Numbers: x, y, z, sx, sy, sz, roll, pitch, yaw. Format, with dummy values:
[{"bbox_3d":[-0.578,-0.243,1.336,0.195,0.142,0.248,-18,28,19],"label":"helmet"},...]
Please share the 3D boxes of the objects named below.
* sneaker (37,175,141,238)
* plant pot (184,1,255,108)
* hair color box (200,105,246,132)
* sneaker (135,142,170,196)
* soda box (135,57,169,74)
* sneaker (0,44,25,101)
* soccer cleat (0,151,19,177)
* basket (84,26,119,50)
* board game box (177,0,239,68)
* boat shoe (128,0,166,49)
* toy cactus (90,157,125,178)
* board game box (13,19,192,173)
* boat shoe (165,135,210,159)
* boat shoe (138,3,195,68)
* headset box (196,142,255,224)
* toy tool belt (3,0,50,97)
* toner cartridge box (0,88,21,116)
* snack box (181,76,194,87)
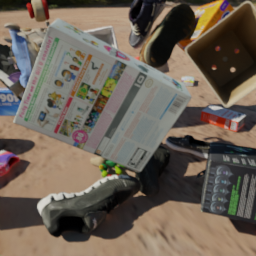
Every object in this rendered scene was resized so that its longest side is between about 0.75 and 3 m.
[{"bbox_3d":[-0.785,1.899,6.592,2.544,0.846,1.151,-13,35,-16],"label":"sneaker"},{"bbox_3d":[2.538,-1.731,6.971,1.707,1.705,1.511,-36,3,13],"label":"plant pot"},{"bbox_3d":[3.708,-0.396,10.968,1.483,0.474,0.822,22,36,36],"label":"hair color box"},{"bbox_3d":[0.739,0.972,8.171,1.132,0.947,2.494,6,33,-8],"label":"sneaker"},{"bbox_3d":[0.497,-2.295,10.729,2.019,0.689,0.640,-14,62,16],"label":"soda box"},{"bbox_3d":[-3.748,-2.123,8.735,1.269,2.897,1.097,-46,4,-13],"label":"sneaker"},{"bbox_3d":[-3.806,1.224,8.061,0.599,0.558,1.636,13,30,8],"label":"soccer cleat"},{"bbox_3d":[-1.066,-2.603,9.417,1.368,1.380,1.110,-15,22,-5],"label":"basket"},{"bbox_3d":[3.026,-3.284,10.099,1.623,1.622,1.624,34,0,-22],"label":"board game box"},{"bbox_3d":[0.318,-3.577,9.575,1.043,2.250,0.840,-22,68,-36],"label":"boat shoe"},{"bbox_3d":[-0.605,1.017,8.392,1.171,0.726,1.419,2,37,24],"label":"toy cactus"},{"bbox_3d":[-0.558,-0.559,5.965,2.978,2.197,0.957,24,26,-15],"label":"board game box"},{"bbox_3d":[2.037,0.500,9.273,1.707,0.565,0.597,21,35,32],"label":"boat shoe"},{"bbox_3d":[1.219,-3.118,9.510,2.795,1.057,1.032,-52,23,-20],"label":"boat shoe"},{"bbox_3d":[2.969,1.249,6.580,2.628,1.219,2.288,9,10,14],"label":"headset box"},{"bbox_3d":[-2.499,-1.955,6.974,1.382,2.248,1.404,-14,25,-16],"label":"toy tool belt"},{"bbox_3d":[-4.361,-1.076,11.551,2.277,1.081,0.491,-1,30,-1],"label":"toner cartridge box"},{"bbox_3d":[3.158,-2.484,14.892,0.651,0.242,0.915,7,30,13],"label":"snack box"}]
